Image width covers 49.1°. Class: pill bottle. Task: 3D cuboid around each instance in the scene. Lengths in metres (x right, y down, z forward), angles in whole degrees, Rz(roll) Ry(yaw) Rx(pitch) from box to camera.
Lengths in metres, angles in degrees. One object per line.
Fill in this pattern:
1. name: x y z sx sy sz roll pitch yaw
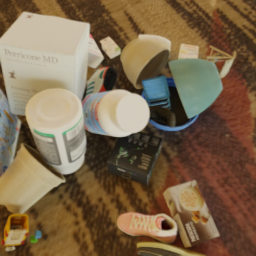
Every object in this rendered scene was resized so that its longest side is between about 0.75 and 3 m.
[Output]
1. pill bottle: -2.156 0.252 8.884 1.588 2.808 1.588 2 53 -3
2. pill bottle: -0.523 -0.477 9.290 1.499 2.756 1.499 -1 93 -29

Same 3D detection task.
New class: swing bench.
1. swing bench: 3.685 -2.637 11.469 1.092 1.086 0.708 17 64 9

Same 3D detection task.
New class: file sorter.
1. file sorter: 1.087 -1.203 10.455 0.870 1.254 0.769 -10 61 11

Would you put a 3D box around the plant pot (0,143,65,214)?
1. plant pot: -3.286 1.719 8.967 1.850 1.850 1.694 39 80 18

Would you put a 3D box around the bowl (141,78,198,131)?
1. bowl: 1.638 -0.918 10.931 2.311 0.454 2.311 0 63 0

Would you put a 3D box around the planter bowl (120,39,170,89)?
1. planter bowl: 0.481 -2.517 10.350 1.798 1.798 1.210 -41 75 -19

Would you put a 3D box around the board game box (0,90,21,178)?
1. board game box: -4.320 0.289 9.173 0.507 2.465 2.459 1 62 -2

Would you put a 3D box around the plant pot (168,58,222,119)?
1. plant pot: 2.464 -1.576 9.922 1.441 2.139 2.139 -19 62 14

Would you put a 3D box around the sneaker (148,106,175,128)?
1. sneaker: 1.009 -0.408 9.423 0.865 0.498 1.658 0 21 -4

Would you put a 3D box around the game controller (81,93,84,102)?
1. game controller: -2.070 -1.228 11.215 0.594 0.240 1.138 1 62 1

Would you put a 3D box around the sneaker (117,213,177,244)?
1. sneaker: 0.600 2.905 8.543 1.883 0.984 0.709 14 51 8

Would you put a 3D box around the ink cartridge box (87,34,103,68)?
1. ink cartridge box: -1.851 -3.372 11.774 0.638 1.129 1.541 -43 62 27

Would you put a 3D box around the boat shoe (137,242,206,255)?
1. boat shoe: 1.408 3.947 8.182 2.440 0.872 0.802 12 60 3

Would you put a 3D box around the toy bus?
1. toy bus: -3.362 3.049 8.341 1.263 1.192 0.653 -20 51 6

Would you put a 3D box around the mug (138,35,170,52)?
1. mug: 1.076 -3.114 11.763 1.318 1.110 1.503 4 87 4

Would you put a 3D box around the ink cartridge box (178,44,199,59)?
1. ink cartridge box: 2.584 -3.130 12.070 0.789 0.453 1.346 10 63 5

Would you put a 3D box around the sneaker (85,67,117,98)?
1. sneaker: -1.302 -1.380 11.103 1.074 0.809 2.297 13 76 46

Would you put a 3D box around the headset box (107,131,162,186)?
1. headset box: 0.226 0.984 9.561 1.457 0.776 1.674 16 55 13

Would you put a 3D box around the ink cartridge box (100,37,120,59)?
1. ink cartridge box: -0.802 -3.545 12.373 0.532 0.306 0.909 -31 67 -15

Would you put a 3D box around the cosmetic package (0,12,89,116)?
1. cosmetic package: -2.681 -2.016 9.532 2.295 2.743 2.281 9 44 -2

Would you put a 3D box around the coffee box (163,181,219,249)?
1. coffee box: 1.918 2.685 8.749 1.017 0.709 1.778 -12 64 -15
